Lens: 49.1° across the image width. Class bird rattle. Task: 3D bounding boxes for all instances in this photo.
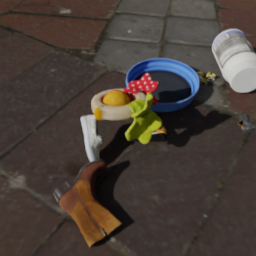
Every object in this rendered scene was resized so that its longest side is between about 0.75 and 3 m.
[{"bbox_3d":[-0.032,-0.931,9.247,2.349,1.623,2.881,-1,38,-4],"label":"bird rattle"}]

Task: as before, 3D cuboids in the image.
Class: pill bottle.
[{"bbox_3d":[4.653,-2.861,11.937,1.553,1.553,2.730,-2,48,-1],"label":"pill bottle"}]

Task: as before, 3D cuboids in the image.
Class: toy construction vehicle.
[{"bbox_3d":[3.316,-2.229,12.212,0.859,0.302,0.747,23,52,19],"label":"toy construction vehicle"}]

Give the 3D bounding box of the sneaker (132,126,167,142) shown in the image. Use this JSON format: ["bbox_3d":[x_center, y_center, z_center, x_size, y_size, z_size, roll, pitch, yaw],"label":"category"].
[{"bbox_3d":[0.655,0.144,9.989,1.417,0.495,0.637,3,37,0],"label":"sneaker"}]

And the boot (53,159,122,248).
[{"bbox_3d":[-0.888,2.047,8.071,1.907,0.694,2.026,-33,56,-27],"label":"boot"}]

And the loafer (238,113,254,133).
[{"bbox_3d":[3.348,-0.176,8.125,0.324,0.326,0.897,-4,28,4],"label":"loafer"}]

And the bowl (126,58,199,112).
[{"bbox_3d":[1.403,-1.804,11.636,2.992,0.587,2.992,0,48,0],"label":"bowl"}]

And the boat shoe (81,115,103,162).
[{"bbox_3d":[-1.091,0.395,9.086,0.568,0.626,1.701,-14,90,4],"label":"boat shoe"}]
